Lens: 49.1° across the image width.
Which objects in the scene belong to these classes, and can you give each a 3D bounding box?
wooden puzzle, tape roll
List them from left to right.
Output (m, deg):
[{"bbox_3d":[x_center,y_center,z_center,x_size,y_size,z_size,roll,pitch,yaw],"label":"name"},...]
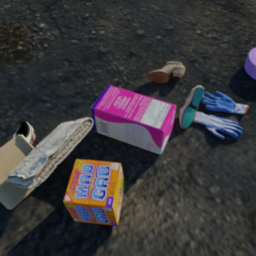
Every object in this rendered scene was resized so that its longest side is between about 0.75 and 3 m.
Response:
[{"bbox_3d":[-3.824,1.460,9.439,1.773,0.357,1.916,49,61,-7],"label":"wooden puzzle"},{"bbox_3d":[6.764,-3.046,13.475,2.072,0.680,2.072,-1,51,1],"label":"tape roll"}]

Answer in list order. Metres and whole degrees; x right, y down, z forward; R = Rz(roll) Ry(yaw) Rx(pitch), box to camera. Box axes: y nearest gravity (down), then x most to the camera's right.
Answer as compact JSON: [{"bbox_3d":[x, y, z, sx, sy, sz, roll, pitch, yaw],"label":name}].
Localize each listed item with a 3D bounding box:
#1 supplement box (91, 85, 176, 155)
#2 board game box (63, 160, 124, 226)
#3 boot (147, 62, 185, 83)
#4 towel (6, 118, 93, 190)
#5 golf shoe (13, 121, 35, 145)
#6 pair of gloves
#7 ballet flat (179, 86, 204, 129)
[{"bbox_3d":[0.215,-0.324,10.705,2.839,1.437,1.467,20,53,16],"label":"supplement box"},{"bbox_3d":[-0.972,2.018,8.705,1.440,1.441,1.440,4,51,8],"label":"board game box"},{"bbox_3d":[1.829,-2.719,13.327,1.749,0.614,1.279,7,44,5],"label":"boot"},{"bbox_3d":[-2.532,0.734,9.008,1.924,0.500,2.903,-7,37,49],"label":"towel"},{"bbox_3d":[-3.983,0.731,10.141,0.762,0.966,2.098,2,54,-2],"label":"golf shoe"},{"bbox_3d":[3.868,-0.574,11.681,2.024,0.287,2.517,20,52,16],"label":"pair of gloves"},{"bbox_3d":[2.531,-0.860,11.556,0.668,0.668,1.922,26,82,20],"label":"ballet flat"}]
